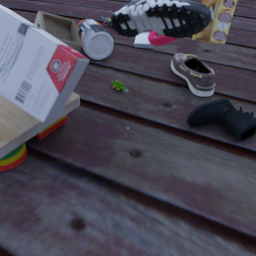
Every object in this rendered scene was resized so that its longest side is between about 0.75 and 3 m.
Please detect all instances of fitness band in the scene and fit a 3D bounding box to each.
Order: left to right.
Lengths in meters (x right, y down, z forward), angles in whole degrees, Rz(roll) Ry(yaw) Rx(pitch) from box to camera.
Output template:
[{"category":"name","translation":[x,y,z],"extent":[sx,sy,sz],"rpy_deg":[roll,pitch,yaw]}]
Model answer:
[{"category":"fitness band","translation":[0.676,-1.511,4.225],"extent":[0.834,0.156,0.599],"rpy_deg":[-28,39,2]}]

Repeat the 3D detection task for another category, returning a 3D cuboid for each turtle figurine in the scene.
[{"category":"turtle figurine","translation":[-0.769,-5.077,13.294],"extent":[0.791,0.532,1.056],"rpy_deg":[-41,68,-21]}]

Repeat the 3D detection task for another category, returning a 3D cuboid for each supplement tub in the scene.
[{"category":"supplement tub","translation":[-1.354,-3.451,10.737],"extent":[1.121,1.121,1.829],"rpy_deg":[-14,40,-18]}]

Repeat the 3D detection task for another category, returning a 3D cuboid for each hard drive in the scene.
[{"category":"hard drive","translation":[0.714,-3.719,11.851],"extent":[0.816,0.165,1.237],"rpy_deg":[4,39,5]}]

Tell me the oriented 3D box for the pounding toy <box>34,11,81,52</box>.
[{"category":"pounding toy","translation":[-1.853,-2.117,6.574],"extent":[1.130,0.803,1.040],"rpy_deg":[3,55,-34]}]

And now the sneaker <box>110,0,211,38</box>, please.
[{"category":"sneaker","translation":[0.433,-1.480,3.482],"extent":[1.438,0.478,0.651],"rpy_deg":[17,65,44]}]

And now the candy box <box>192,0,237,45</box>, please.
[{"category":"candy box","translation":[2.097,-2.837,6.642],"extent":[0.435,1.572,0.908],"rpy_deg":[7,18,-17]}]

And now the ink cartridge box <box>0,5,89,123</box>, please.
[{"category":"ink cartridge box","translation":[-1.832,-1.150,5.025],"extent":[1.810,1.328,0.750],"rpy_deg":[33,15,1]}]

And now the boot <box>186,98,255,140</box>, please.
[{"category":"boot","translation":[2.428,-0.143,7.037],"extent":[1.531,0.566,1.254],"rpy_deg":[-22,48,-24]}]

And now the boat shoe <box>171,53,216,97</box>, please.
[{"category":"boat shoe","translation":[2.091,-1.950,9.130],"extent":[0.890,0.738,2.478],"rpy_deg":[-7,39,-9]}]

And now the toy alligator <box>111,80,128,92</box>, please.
[{"category":"toy alligator","translation":[-0.216,-1.262,8.698],"extent":[0.819,0.243,0.222],"rpy_deg":[36,10,37]}]

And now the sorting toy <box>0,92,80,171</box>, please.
[{"category":"sorting toy","translation":[-2.979,-0.215,6.768],"extent":[2.664,0.927,2.648],"rpy_deg":[23,44,27]}]
